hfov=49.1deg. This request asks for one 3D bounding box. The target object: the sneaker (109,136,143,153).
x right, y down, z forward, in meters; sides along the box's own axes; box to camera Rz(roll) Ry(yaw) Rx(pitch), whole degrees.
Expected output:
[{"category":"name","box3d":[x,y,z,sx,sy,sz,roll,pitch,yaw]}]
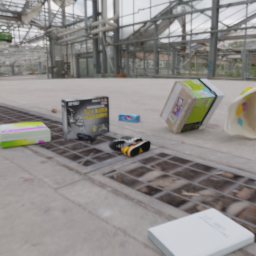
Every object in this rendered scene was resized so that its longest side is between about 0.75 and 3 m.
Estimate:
[{"category":"sneaker","box3d":[-0.203,0.662,11.760,1.636,0.544,0.740,-6,12,-36]}]

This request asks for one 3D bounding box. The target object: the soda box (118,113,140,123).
[{"category":"soda box","box3d":[0.070,-0.597,16.840,1.295,0.416,0.439,6,16,26]}]

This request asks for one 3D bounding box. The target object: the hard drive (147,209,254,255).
[{"category":"hard drive","box3d":[1.514,2.282,5.915,1.855,0.244,1.223,-8,16,-27]}]

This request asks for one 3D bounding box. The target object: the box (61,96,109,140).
[{"category":"box","box3d":[-2.046,-0.544,13.723,2.354,1.864,0.569,-9,16,-34]}]

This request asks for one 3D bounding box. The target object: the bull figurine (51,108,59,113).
[{"category":"bull figurine","box3d":[-5.115,-1.238,19.607,0.532,0.285,0.876,-1,14,-3]}]

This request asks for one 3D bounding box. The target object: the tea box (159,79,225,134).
[{"category":"tea box","box3d":[3.208,-1.123,14.316,2.249,2.286,1.528,-10,48,-33]}]

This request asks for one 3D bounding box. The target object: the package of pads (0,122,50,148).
[{"category":"package of pads","box3d":[-4.796,0.251,12.815,2.115,0.721,1.634,-6,16,-28]}]

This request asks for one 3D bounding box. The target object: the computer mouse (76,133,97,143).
[{"category":"computer mouse","box3d":[-1.988,0.486,13.041,0.961,0.253,0.666,16,18,16]}]

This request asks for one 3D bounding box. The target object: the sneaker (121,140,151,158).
[{"category":"sneaker","box3d":[0.326,0.761,11.355,0.640,0.497,1.422,15,23,38]}]

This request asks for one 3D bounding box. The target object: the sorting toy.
[{"category":"sorting toy","box3d":[5.170,-0.719,12.594,2.352,2.613,1.396,-19,33,-36]}]
